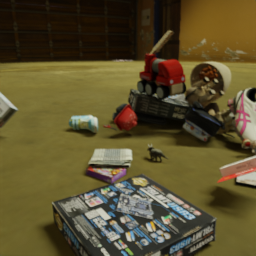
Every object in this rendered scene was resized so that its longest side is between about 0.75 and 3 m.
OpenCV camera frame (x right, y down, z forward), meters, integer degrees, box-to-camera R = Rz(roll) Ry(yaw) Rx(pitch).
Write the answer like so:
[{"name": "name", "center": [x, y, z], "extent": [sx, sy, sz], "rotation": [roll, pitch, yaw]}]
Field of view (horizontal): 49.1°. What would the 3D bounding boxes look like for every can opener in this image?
[{"name": "can opener", "center": [0.486, -0.469, 11.592], "extent": [2.250, 0.885, 0.713], "rotation": [10, -7, 12]}]

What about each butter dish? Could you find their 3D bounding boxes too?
[{"name": "butter dish", "center": [0.035, -0.255, 9.987], "extent": [0.631, 0.854, 0.851], "rotation": [34, 77, 29]}]

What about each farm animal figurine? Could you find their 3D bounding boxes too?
[{"name": "farm animal figurine", "center": [3.243, -0.820, 10.579], "extent": [1.297, 2.580, 2.083], "rotation": [-35, 13, 38]}]

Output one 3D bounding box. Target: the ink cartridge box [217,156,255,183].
[{"name": "ink cartridge box", "center": [2.449, 0.817, 5.902], "extent": [1.061, 0.237, 0.935], "rotation": [-27, -13, 33]}]

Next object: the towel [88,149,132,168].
[{"name": "towel", "center": [-0.455, 0.788, 7.622], "extent": [1.117, 0.200, 1.160], "rotation": [2, 16, 1]}]

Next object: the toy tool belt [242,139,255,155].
[{"name": "toy tool belt", "center": [3.809, 0.607, 8.076], "extent": [0.897, 0.560, 0.551], "rotation": [13, 28, -8]}]

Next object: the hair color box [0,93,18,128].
[{"name": "hair color box", "center": [-4.855, -0.920, 9.784], "extent": [1.810, 0.896, 0.549], "rotation": [42, -2, 12]}]

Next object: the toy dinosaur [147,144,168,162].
[{"name": "toy dinosaur", "center": [0.790, 0.750, 7.955], "extent": [0.298, 0.396, 0.775], "rotation": [-15, 22, -39]}]

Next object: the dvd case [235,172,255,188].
[{"name": "dvd case", "center": [3.115, 1.263, 6.757], "extent": [0.948, 0.083, 0.677], "rotation": [8, 22, 22]}]

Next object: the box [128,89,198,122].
[{"name": "box", "center": [1.495, -0.932, 11.747], "extent": [2.815, 0.613, 2.255], "rotation": [11, 13, -9]}]

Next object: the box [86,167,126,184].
[{"name": "box", "center": [-0.570, 1.117, 7.147], "extent": [0.855, 0.167, 0.585], "rotation": [12, 21, 34]}]

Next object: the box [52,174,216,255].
[{"name": "box", "center": [0.029, 1.635, 4.909], "extent": [2.094, 0.524, 2.110], "rotation": [-11, 20, -33]}]

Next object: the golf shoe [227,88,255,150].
[{"name": "golf shoe", "center": [3.933, -0.352, 9.013], "extent": [0.830, 1.053, 2.286], "rotation": [20, 48, -26]}]

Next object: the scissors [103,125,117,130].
[{"name": "scissors", "center": [-0.708, 0.000, 10.967], "extent": [0.284, 0.054, 0.775], "rotation": [-7, 20, -30]}]

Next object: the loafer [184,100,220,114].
[{"name": "loafer", "center": [3.362, -1.037, 12.748], "extent": [0.967, 0.945, 2.650], "rotation": [-6, 18, -18]}]

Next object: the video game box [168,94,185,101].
[{"name": "video game box", "center": [1.621, -1.399, 14.000], "extent": [1.682, 0.432, 1.846], "rotation": [-29, 26, -16]}]

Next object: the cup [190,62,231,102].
[{"name": "cup", "center": [3.589, -2.038, 11.629], "extent": [1.175, 1.643, 1.643], "rotation": [-27, 30, -32]}]

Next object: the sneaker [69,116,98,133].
[{"name": "sneaker", "center": [-1.689, -0.118, 10.470], "extent": [0.968, 0.590, 1.483], "rotation": [-4, 8, -19]}]

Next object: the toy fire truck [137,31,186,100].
[{"name": "toy fire truck", "center": [1.317, -2.377, 10.412], "extent": [1.423, 2.212, 1.947], "rotation": [-17, 24, -27]}]

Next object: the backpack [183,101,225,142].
[{"name": "backpack", "center": [2.523, -0.180, 9.610], "extent": [1.353, 1.042, 1.289], "rotation": [38, 21, 8]}]
